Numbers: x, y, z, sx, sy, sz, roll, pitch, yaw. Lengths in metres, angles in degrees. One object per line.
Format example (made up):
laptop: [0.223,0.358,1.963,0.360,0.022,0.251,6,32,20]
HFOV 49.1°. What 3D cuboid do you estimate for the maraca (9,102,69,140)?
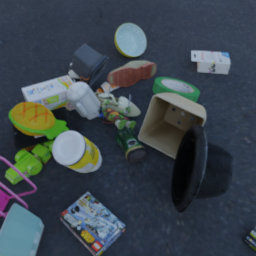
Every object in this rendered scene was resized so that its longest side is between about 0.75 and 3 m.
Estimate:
maraca: [-3.122,-0.219,9.820,2.077,1.111,1.424,25,35,1]

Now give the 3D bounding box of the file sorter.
file sorter: [-4.062,2.403,7.590,1.743,1.932,2.780,-19,36,26]

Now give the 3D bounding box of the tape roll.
tape roll: [2.173,-1.699,12.788,2.095,0.504,2.095,11,28,-6]

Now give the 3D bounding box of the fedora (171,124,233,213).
fedora: [2.290,1.328,8.557,1.359,2.976,2.976,12,45,0]

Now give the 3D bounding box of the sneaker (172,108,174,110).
sneaker: [1.958,-1.238,12.832,1.602,0.592,0.635,-25,40,-31]

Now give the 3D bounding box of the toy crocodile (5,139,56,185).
toy crocodile: [-3.259,1.020,10.375,0.938,0.858,2.778,26,54,25]

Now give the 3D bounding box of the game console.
game console: [-3.294,0.001,11.038,2.114,1.230,1.859,-17,61,-5]

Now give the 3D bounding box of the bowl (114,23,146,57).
bowl: [-0.025,-4.853,15.969,1.897,1.897,1.021,-27,8,-25]

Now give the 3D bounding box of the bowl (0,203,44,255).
bowl: [-2.929,3.093,7.627,0.976,1.866,1.866,16,44,-10]

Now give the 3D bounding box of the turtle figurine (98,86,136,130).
turtle figurine: [-0.376,-0.767,11.505,1.767,1.272,1.714,-40,51,-4]

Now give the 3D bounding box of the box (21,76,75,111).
box: [-3.373,-1.308,12.379,2.136,1.201,1.082,-22,48,-21]

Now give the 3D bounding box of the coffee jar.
coffee jar: [0.091,0.693,10.752,0.762,0.623,1.461,-15,46,-18]

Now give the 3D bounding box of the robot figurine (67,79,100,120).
robot figurine: [-1.876,-1.172,11.796,1.025,1.815,1.539,-23,37,14]

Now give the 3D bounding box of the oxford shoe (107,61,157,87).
oxford shoe: [0.063,-2.791,14.176,2.805,0.993,1.035,-17,39,-29]

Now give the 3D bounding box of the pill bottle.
pill bottle: [-1.615,0.903,9.472,1.112,1.985,1.112,-5,70,14]

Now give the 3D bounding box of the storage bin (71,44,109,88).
storage bin: [-1.963,-2.894,13.187,1.301,1.938,1.410,39,66,-3]

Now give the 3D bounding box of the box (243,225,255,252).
box: [3.925,3.394,8.273,0.650,0.180,0.811,-28,53,-30]

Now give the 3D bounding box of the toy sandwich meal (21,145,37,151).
toy sandwich meal: [-3.830,0.309,11.267,1.504,0.515,1.504,-8,33,5]

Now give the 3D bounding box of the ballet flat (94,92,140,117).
ballet flat: [-0.553,-1.103,12.495,2.312,0.803,0.803,15,46,15]

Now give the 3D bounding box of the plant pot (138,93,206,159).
plant pot: [1.867,-0.248,10.755,2.002,2.000,1.773,28,33,16]

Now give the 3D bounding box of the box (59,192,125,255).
box: [-1.114,2.937,8.657,1.746,0.348,1.195,34,53,30]

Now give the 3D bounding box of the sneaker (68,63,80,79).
sneaker: [-2.646,-3.365,14.831,0.905,0.839,2.234,-7,43,5]

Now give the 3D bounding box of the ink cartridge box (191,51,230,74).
ink cartridge box: [4.339,-3.524,15.018,1.989,0.675,1.145,6,45,6]

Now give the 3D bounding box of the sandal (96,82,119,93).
sandal: [-0.958,-2.070,13.728,1.431,0.410,0.548,-32,52,-28]
